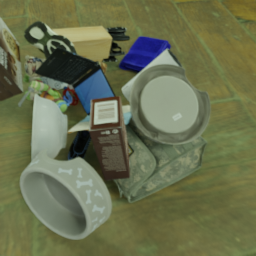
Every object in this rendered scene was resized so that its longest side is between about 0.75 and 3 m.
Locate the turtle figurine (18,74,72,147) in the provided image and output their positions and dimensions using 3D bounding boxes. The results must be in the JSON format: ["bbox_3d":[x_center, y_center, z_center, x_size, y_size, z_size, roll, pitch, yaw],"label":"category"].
[{"bbox_3d":[-3.226,-0.956,9.628,2.177,1.566,2.111,-42,48,-10],"label":"turtle figurine"}]

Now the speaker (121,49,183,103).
[{"bbox_3d":[0.736,-1.557,8.764,1.933,0.785,0.785,-38,48,23],"label":"speaker"}]

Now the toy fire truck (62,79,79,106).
[{"bbox_3d":[-2.001,-1.271,10.303,0.919,0.516,0.772,-28,90,8],"label":"toy fire truck"}]

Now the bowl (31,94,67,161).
[{"bbox_3d":[-2.371,0.090,8.448,0.964,2.145,2.145,2,49,-18],"label":"bowl"}]

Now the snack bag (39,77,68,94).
[{"bbox_3d":[-2.989,-2.058,10.946,1.301,0.139,1.227,-16,94,-7],"label":"snack bag"}]

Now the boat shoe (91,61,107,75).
[{"bbox_3d":[-0.870,-1.371,8.431,0.452,1.225,0.463,1,18,-36],"label":"boat shoe"}]

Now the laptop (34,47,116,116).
[{"bbox_3d":[-1.483,-1.179,7.776,1.844,1.634,0.952,15,67,-35],"label":"laptop"}]

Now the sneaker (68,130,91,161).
[{"bbox_3d":[-1.482,0.398,8.931,0.570,0.634,1.627,20,69,-3],"label":"sneaker"}]

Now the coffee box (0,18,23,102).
[{"bbox_3d":[-3.998,-2.129,8.482,0.944,1.337,2.365,-20,56,2],"label":"coffee box"}]

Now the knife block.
[{"bbox_3d":[-1.226,-3.430,10.846,2.408,2.744,0.878,-41,60,8],"label":"knife block"}]

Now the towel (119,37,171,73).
[{"bbox_3d":[0.774,-3.201,12.170,1.667,0.559,2.257,19,53,14],"label":"towel"}]

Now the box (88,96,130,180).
[{"bbox_3d":[-0.385,0.301,6.554,0.727,1.939,0.971,-7,47,4],"label":"box"}]

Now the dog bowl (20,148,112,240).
[{"bbox_3d":[-1.625,1.697,6.904,2.453,2.453,0.719,24,39,18],"label":"dog bowl"}]

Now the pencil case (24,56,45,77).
[{"bbox_3d":[-2.831,-2.148,9.865,0.623,0.716,1.600,-5,5,34],"label":"pencil case"}]

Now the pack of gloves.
[{"bbox_3d":[-0.618,-0.156,8.184,1.653,0.388,1.967,-9,17,15],"label":"pack of gloves"}]

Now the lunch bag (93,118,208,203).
[{"bbox_3d":[0.521,0.664,8.372,2.724,1.601,2.234,-27,53,-16],"label":"lunch bag"}]

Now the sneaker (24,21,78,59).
[{"bbox_3d":[-2.256,-2.480,9.058,0.956,1.102,2.487,-45,66,2],"label":"sneaker"}]

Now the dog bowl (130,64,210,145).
[{"bbox_3d":[1.051,-0.566,7.484,2.206,0.647,2.206,3,75,-11],"label":"dog bowl"}]
